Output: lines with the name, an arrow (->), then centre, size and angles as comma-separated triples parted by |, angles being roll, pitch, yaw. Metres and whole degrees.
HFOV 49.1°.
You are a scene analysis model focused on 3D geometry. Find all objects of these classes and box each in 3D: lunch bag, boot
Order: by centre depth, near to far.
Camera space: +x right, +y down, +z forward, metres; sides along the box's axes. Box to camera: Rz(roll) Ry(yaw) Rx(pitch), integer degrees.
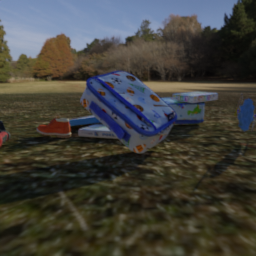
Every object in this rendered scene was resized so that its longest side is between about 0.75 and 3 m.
lunch bag -> 0.041, -0.417, 6.471 | 2.144, 0.810, 1.718 | 41, 36, 18
boot -> -2.111, -0.062, 7.915 | 1.063, 0.570, 0.399 | 5, 16, 15
lunch bag -> 1.863, -0.680, 10.817 | 1.772, 0.909, 2.205 | 0, 11, -2

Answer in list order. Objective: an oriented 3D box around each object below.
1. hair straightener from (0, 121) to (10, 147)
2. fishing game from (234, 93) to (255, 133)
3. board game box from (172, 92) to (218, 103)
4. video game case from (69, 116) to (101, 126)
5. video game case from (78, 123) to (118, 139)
hair straightener -> -3.154, 0.123, 5.819 | 1.123, 0.597, 2.917 | 14, 8, -16
fishing game -> 2.994, -0.320, 7.175 | 1.195, 0.856, 0.186 | 24, -8, -43
board game box -> 2.440, -1.127, 10.185 | 1.408, 0.241, 0.946 | -10, 15, -37
video game case -> -0.979, -0.357, 10.055 | 1.749, 0.218, 2.444 | -6, 5, 17
video game case -> -0.198, 0.039, 8.508 | 1.880, 0.227, 2.063 | 3, 10, 18
